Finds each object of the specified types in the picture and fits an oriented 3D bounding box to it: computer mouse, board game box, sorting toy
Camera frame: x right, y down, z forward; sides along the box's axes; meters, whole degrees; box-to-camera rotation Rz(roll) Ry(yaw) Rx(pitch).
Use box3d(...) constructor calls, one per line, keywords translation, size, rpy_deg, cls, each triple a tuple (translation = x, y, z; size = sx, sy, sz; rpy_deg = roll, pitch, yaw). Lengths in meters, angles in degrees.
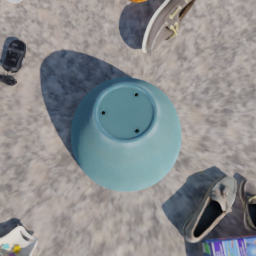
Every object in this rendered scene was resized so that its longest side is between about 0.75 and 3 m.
box3d(translation=(-3.295, -1.789, 7.641), size=(0.907, 0.297, 1.292), rpy_deg=(10, 81, 3), cls="computer mouse")
box3d(translation=(2.780, 3.769, 5.788), size=(1.958, 0.499, 2.893), rpy_deg=(-5, 73, -2), cls="board game box")
box3d(translation=(-2.465, 2.666, 6.189), size=(0.917, 0.490, 0.826), rpy_deg=(34, 68, 11), cls="sorting toy")

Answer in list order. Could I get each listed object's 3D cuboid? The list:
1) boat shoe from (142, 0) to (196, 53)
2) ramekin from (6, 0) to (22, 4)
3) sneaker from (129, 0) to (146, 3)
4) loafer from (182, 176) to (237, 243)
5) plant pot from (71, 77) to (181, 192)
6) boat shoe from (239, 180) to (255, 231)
box3d(translation=(1.140, -2.942, 7.708), size=(0.703, 0.848, 2.362), rpy_deg=(26, 69, 11), cls="boat shoe")
box3d(translation=(-3.367, -4.174, 8.001), size=(1.067, 1.067, 0.497), rpy_deg=(24, 61, 7), cls="ramekin")
box3d(translation=(0.007, -5.033, 8.246), size=(1.341, 1.103, 2.915), rpy_deg=(-31, 77, -13), cls="sneaker")
box3d(translation=(1.945, 1.837, 6.349), size=(0.656, 0.574, 1.825), rpy_deg=(39, 77, 11), cls="loafer")
box3d(translation=(-0.053, -0.045, 6.276), size=(2.737, 1.844, 2.737), rpy_deg=(0, 72, 0), cls="plant pot")
box3d(translation=(2.867, 1.767, 6.492), size=(0.415, 0.344, 1.156), rpy_deg=(2, 73, 1), cls="boat shoe")
